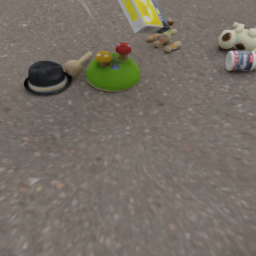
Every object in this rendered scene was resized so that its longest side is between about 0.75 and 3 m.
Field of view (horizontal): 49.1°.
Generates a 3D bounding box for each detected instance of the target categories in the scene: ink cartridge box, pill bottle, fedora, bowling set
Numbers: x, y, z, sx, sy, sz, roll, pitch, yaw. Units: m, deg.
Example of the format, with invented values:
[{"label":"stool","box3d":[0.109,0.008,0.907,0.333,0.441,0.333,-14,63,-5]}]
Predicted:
[{"label":"ink cartridge box","box3d":[0.260,-3.913,8.269,0.546,2.325,2.298,-23,7,30]},{"label":"pill bottle","box3d":[4.481,-2.572,10.783,1.233,0.738,0.738,0,43,0]},{"label":"fedora","box3d":[-2.921,-1.902,10.036,1.707,0.779,1.707,0,43,0]},{"label":"bowling set","box3d":[1.515,-4.144,12.237,0.905,1.174,1.687,-33,48,-28]}]

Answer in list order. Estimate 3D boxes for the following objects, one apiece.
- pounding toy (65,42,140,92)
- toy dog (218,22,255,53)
[{"label":"pounding toy","box3d":[-0.811,-2.502,10.276,2.651,1.230,2.046,19,46,15]},{"label":"toy dog","box3d":[4.656,-3.719,11.963,1.557,1.086,1.510,6,80,4]}]
